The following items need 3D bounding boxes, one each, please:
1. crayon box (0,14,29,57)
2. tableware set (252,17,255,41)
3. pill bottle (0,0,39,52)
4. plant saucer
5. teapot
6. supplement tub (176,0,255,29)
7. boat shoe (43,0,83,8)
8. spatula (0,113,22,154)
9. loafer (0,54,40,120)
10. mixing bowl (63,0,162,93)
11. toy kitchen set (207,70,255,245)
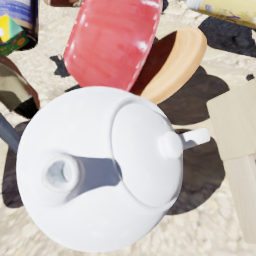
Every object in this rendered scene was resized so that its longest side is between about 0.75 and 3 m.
[{"bbox_3d":[-2.622,-1.670,5.499,1.121,0.327,0.666,-40,65,-13],"label":"crayon box"},{"bbox_3d":[2.078,-1.235,4.362,0.111,0.957,0.800,-15,29,30],"label":"tableware set"},{"bbox_3d":[-2.776,-3.149,6.557,1.337,1.337,2.391,-1,85,-1],"label":"pill bottle"},{"bbox_3d":[0.639,-1.266,5.662,2.006,0.324,2.006,-35,31,26],"label":"plant saucer"},{"bbox_3d":[-0.051,0.389,3.467,1.647,2.225,2.254,-21,36,36],"label":"teapot"},{"bbox_3d":[2.651,-3.772,7.037,2.749,1.999,1.999,17,54,5],"label":"supplement tub"},{"bbox_3d":[-1.026,-3.090,6.344,0.688,0.725,1.915,43,53,16],"label":"boat shoe"},{"bbox_3d":[-1.334,0.373,3.619,0.216,2.098,0.593,0,46,18],"label":"spatula"},{"bbox_3d":[-1.779,-0.594,4.304,0.580,1.526,0.515,-38,65,1],"label":"loafer"},{"bbox_3d":[-0.484,-1.671,5.550,1.295,2.392,2.392,21,51,-15],"label":"mixing bowl"},{"bbox_3d":[2.703,0.168,3.440,1.924,2.358,2.128,-6,78,-27],"label":"toy kitchen set"}]
